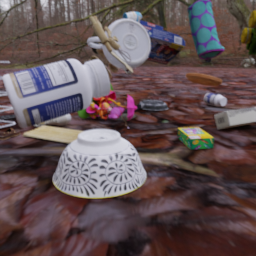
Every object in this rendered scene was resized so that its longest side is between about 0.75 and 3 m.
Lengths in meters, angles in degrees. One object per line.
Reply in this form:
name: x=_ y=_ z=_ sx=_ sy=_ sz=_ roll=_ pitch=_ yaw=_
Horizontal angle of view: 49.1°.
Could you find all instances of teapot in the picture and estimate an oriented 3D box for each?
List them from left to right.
teapot: x=-0.180 y=-2.457 z=8.556 sx=1.553 sy=1.574 sz=1.149 roll=-42 pitch=14 yaw=-19

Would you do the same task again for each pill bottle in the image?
pill bottle: x=-1.773 y=-0.987 z=7.229 sx=2.450 sy=1.361 sz=1.361 roll=-19 pitch=22 yaw=-20
pill bottle: x=4.645 y=-1.471 z=14.892 sx=0.635 sy=0.635 sz=1.143 roll=-8 pitch=18 yaw=-27

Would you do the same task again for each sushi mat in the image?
sushi mat: x=-2.342 y=0.245 z=9.668 sx=2.423 sy=0.147 sz=1.159 roll=7 pitch=17 yaw=24

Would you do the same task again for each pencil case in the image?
pencil case: x=2.835 y=-3.575 z=10.264 sx=0.990 sy=2.143 sz=0.912 roll=-6 pitch=-13 yaw=-14

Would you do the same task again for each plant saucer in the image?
plant saucer: x=2.453 y=-1.552 z=9.126 sx=1.176 sy=0.190 sz=1.176 roll=13 pitch=3 yaw=-1

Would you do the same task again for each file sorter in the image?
file sorter: x=-5.513 y=-1.287 z=10.623 sx=1.815 sy=2.616 sz=1.629 roll=6 pitch=15 yaw=21

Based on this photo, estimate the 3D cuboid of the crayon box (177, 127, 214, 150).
crayon box: x=2.136 y=0.316 z=9.013 sx=0.739 sy=0.362 sz=1.244 roll=-2 pitch=16 yaw=-9

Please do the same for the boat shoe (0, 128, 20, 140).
boat shoe: x=-4.075 y=0.165 z=9.688 sx=0.304 sy=0.303 sz=0.862 roll=4 pitch=15 yaw=20

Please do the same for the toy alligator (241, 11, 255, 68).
toy alligator: x=4.016 y=-2.873 z=8.703 sx=0.951 sy=0.689 sz=2.869 roll=6 pitch=-17 yaw=6

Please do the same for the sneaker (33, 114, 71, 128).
sneaker: x=-3.030 y=-0.261 z=10.879 sx=1.503 sy=0.554 sz=0.869 roll=-3 pitch=15 yaw=26

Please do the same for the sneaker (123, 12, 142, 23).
sneaker: x=0.161 y=-3.595 z=10.669 sx=0.651 sy=1.613 sz=0.617 roll=-15 pitch=54 yaw=-16

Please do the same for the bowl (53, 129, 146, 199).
bowl: x=-0.674 y=0.650 z=6.588 sx=2.219 sy=1.041 sz=2.219 roll=0 pitch=15 yaw=0

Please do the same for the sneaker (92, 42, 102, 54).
sneaker: x=-1.242 y=-3.595 z=12.106 sx=0.477 sy=0.833 sz=0.319 roll=34 pitch=23 yaw=-56

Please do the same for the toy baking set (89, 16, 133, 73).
toy baking set: x=-0.346 y=-2.019 z=6.651 sx=0.177 sy=1.521 sz=1.167 roll=-35 pitch=-16 yaw=24

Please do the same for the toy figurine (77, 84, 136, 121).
toy figurine: x=-0.709 y=-0.892 z=11.906 sx=2.024 sy=1.651 sz=2.199 roll=23 pitch=48 yaw=35

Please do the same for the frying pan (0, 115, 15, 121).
frying pan: x=-5.349 y=-0.400 z=11.935 sx=0.677 sy=0.182 sz=1.119 roll=12 pitch=21 yaw=39

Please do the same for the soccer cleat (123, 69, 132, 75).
soccer cleat: x=-0.155 y=-3.150 z=14.499 sx=0.999 sy=0.349 sz=0.431 roll=48 pitch=2 yaw=20

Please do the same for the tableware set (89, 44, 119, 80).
tableware set: x=-1.030 y=-2.757 z=11.986 sx=0.187 sy=1.346 sz=1.611 roll=-45 pitch=7 yaw=-30

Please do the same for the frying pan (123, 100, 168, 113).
frying pan: x=0.757 y=-1.131 z=14.250 sx=2.679 sy=0.436 sz=1.621 roll=-1 pitch=15 yaw=-17

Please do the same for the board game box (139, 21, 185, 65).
board game box: x=0.982 y=-3.647 z=12.665 sx=2.305 sy=0.711 sz=2.303 roll=9 pitch=-17 yaw=-21

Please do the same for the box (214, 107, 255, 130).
box: x=4.193 y=-0.374 z=10.677 sx=1.733 sy=0.593 sz=0.712 roll=-8 pitch=-8 yaw=-28
